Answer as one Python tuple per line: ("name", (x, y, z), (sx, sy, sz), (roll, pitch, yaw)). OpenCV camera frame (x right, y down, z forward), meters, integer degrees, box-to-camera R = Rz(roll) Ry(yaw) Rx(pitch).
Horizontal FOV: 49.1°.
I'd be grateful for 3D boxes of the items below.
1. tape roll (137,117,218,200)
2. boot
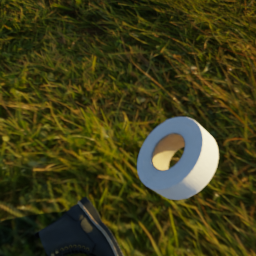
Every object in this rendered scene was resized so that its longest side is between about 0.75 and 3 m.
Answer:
("tape roll", (1.115, 0.686, 6.603), (1.897, 0.663, 1.897), (-33, 38, 30))
("boot", (-1.336, 3.545, 8.066), (1.914, 1.072, 2.767), (-31, 42, -19))
